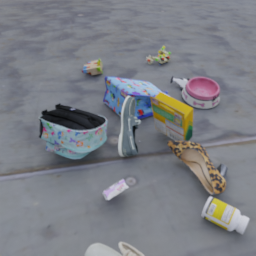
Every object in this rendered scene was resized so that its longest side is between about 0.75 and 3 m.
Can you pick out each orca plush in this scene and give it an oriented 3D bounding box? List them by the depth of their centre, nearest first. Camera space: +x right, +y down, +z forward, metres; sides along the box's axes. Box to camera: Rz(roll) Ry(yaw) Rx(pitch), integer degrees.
[{"bbox_3d":[2.882,-2.239,14.741,1.372,0.488,0.722,15,83,25],"label":"orca plush"}]

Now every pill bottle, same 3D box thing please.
[{"bbox_3d":[2.749,2.503,7.942,1.173,0.653,0.653,24,42,26],"label":"pill bottle"}]

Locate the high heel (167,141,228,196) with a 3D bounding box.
[{"bbox_3d":[2.154,1.234,9.167,2.301,0.822,1.640,29,32,12],"label":"high heel"}]

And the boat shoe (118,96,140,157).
[{"bbox_3d":[0.149,-0.065,10.358,0.707,0.833,2.288,1,76,22],"label":"boat shoe"}]

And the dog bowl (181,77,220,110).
[{"bbox_3d":[3.533,-1.735,13.431,1.845,0.680,1.845,1,47,-1],"label":"dog bowl"}]

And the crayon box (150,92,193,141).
[{"bbox_3d":[1.634,-0.389,10.293,1.433,2.279,0.588,32,71,26],"label":"crayon box"}]

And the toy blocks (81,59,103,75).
[{"bbox_3d":[-2.069,-3.440,16.085,1.082,0.791,1.583,-10,33,4],"label":"toy blocks"}]

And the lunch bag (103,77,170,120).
[{"bbox_3d":[0.653,-1.531,13.075,2.945,1.385,2.217,-11,34,-30],"label":"lunch bag"}]

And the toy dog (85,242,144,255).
[{"bbox_3d":[0.321,3.700,5.756,2.944,1.942,1.418,21,80,33],"label":"toy dog"}]

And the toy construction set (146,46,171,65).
[{"bbox_3d":[1.948,-4.382,17.239,1.654,0.762,1.085,-32,70,-25],"label":"toy construction set"}]

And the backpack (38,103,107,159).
[{"bbox_3d":[-1.897,0.140,10.163,2.211,1.665,1.963,9,22,21],"label":"backpack"}]

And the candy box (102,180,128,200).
[{"bbox_3d":[-0.406,1.892,8.502,0.706,0.841,0.301,-29,81,-15],"label":"candy box"}]
